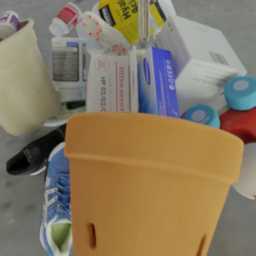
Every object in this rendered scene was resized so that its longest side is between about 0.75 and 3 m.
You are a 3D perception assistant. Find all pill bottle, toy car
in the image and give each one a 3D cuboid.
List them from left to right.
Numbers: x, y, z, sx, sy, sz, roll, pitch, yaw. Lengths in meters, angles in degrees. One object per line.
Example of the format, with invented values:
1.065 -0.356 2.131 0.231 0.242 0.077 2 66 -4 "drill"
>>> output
-2.853 -2.467 6.681 0.438 0.438 0.780 -4 47 -3 "pill bottle"
-2.017 -3.418 8.967 0.606 0.606 1.079 27 71 22 "pill bottle"
-1.656 -1.647 7.875 0.939 1.650 0.939 2 14 -1 "pill bottle"
-0.107 -3.340 8.597 2.846 1.584 1.584 -23 45 21 "pill bottle"
2.600 0.563 5.755 2.065 2.152 2.334 -35 44 -4 "toy car"

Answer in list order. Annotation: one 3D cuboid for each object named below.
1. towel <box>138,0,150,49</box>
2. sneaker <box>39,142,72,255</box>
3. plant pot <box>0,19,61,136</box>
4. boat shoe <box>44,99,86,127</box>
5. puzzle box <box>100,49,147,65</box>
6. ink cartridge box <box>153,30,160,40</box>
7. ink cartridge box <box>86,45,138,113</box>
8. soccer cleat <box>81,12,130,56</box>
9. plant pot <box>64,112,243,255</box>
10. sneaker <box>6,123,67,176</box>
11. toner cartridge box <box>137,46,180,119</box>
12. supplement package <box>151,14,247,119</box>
0.355 -2.622 6.300 0.263 1.527 1.012 0 7 2 "towel"
-1.201 1.400 5.407 0.842 2.225 0.857 3 2 -24 "sneaker"
-2.866 -1.116 6.949 2.407 2.203 2.407 -18 34 12 "plant pot"
-1.840 -0.534 8.213 1.918 0.595 0.691 -10 50 -8 "boat shoe"
0.392 -2.277 8.936 1.661 0.317 2.497 8 21 30 "puzzle box"
1.289 -3.053 9.402 0.718 0.406 0.979 -6 38 -5 "ink cartridge box"
-0.503 -0.679 6.636 0.913 2.691 1.549 1 76 -12 "ink cartridge box"
-0.512 -2.205 6.551 1.335 0.463 0.518 38 40 -18 "soccer cleat"
0.252 1.102 4.664 2.932 2.932 2.052 9 80 7 "plant pot"
-1.887 0.542 6.476 2.071 0.907 0.784 -35 81 12 "sneaker"
0.506 -0.319 5.688 0.516 1.136 2.391 7 64 -23 "toner cartridge box"
1.222 -1.086 7.026 1.598 2.636 1.579 6 51 -26 "supplement package"
